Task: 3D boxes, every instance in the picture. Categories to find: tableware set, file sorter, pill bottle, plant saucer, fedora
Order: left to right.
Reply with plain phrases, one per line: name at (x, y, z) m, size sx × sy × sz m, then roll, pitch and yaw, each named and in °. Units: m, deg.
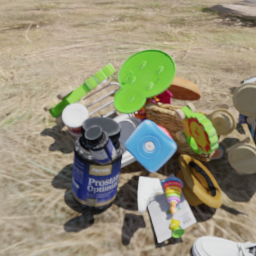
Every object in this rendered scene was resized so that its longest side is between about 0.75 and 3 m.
pill bottle at (-1.577, -0.148, 8.987) m, size 0.792 × 1.388 × 0.792 m, roll 0°, pitch 71°, yaw 1°
pill bottle at (-0.950, 1.075, 8.654) m, size 1.493 × 2.670 × 1.493 m, roll 7°, pitch 29°, yaw -4°
pill bottle at (-0.685, 0.431, 6.862) m, size 0.567 × 1.014 × 0.567 m, roll -9°, pitch 47°, yaw 10°
file sorter at (-0.642, -0.088, 10.721) m, size 2.021 × 1.813 × 2.912 m, roll -28°, pitch 35°, yaw 8°
plant saucer at (2.071, -1.797, 12.627) m, size 2.500 × 0.468 × 2.500 m, roll 15°, pitch -6°, yaw 2°
fedora at (2.115, 1.818, 9.004) m, size 2.006 × 0.818 × 2.006 m, roll 33°, pitch 27°, yaw -20°
tableware set at (3.380, 0.046, 7.838) m, size 0.294 × 2.117 × 2.534 m, roll -27°, pitch 81°, yaw -47°

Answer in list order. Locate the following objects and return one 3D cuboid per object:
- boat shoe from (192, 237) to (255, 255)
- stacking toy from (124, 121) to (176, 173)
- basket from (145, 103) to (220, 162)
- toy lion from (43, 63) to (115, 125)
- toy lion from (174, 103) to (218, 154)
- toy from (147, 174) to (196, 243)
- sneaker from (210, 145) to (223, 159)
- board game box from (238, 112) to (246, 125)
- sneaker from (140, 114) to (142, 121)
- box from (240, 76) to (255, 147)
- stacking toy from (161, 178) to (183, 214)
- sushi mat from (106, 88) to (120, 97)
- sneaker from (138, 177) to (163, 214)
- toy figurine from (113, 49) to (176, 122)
boat shoe at (3.138, 3.323, 7.021) m, size 2.985 × 0.976 × 1.098 m, roll 12°, pitch 36°, yaw 21°
stacking toy at (0.897, 0.424, 8.813) m, size 1.255 × 1.187 × 2.163 m, roll 43°, pitch 15°, yaw 9°
basket at (2.095, -0.277, 10.156) m, size 2.527 × 1.883 × 1.804 m, roll 16°, pitch 46°, yaw 27°
toy lion at (-1.859, -1.532, 11.455) m, size 2.779 × 0.995 × 2.899 m, roll -46°, pitch 14°, yaw -32°
toy lion at (1.908, 0.168, 7.730) m, size 0.540 × 1.572 × 1.506 m, roll -26°, pitch 48°, yaw -11°
toy at (1.266, 2.467, 8.581) m, size 1.204 × 0.493 × 2.090 m, roll -34°, pitch 26°, yaw 9°
sneaker at (2.734, 0.589, 11.197) m, size 2.168 × 0.774 × 0.866 m, roll 14°, pitch 37°, yaw 22°
board game box at (5.217, -0.523, 12.393) m, size 0.277 × 0.899 × 0.898 m, roll -1°, pitch 10°, yaw -6°
sneaker at (0.687, -0.632, 12.493) m, size 0.322 × 0.926 × 0.461 m, roll -8°, pitch 43°, yaw 5°
box at (4.615, -0.142, 9.635) m, size 0.688 × 2.989 × 2.376 m, roll -20°, pitch 69°, yaw 16°
stacking toy at (1.315, 2.027, 8.214) m, size 0.568 × 0.600 × 1.034 m, roll -21°, pitch 41°, yaw 27°
sushi mat at (-0.305, -1.612, 12.534) m, size 0.804 × 0.102 × 1.682 m, roll 7°, pitch -13°, yaw -30°
sneaker at (0.602, 1.783, 7.519) m, size 0.664 × 0.423 × 1.148 m, roll 1°, pitch 39°, yaw 7°
toy figurine at (0.795, -1.098, 10.720) m, size 2.077 × 2.546 × 2.766 m, roll 23°, pitch 72°, yaw 27°
